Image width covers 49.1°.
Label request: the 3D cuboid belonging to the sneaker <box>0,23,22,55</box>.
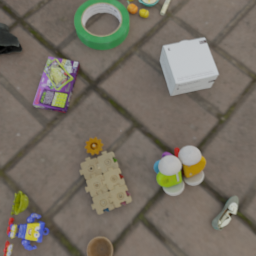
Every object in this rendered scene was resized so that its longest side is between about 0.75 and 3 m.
[{"bbox_3d":[-6.294,-3.854,12.504,2.921,0.877,1.524,-10,67,-7],"label":"sneaker"}]

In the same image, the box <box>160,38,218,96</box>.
[{"bbox_3d":[2.517,-2.574,11.889,1.864,1.225,1.874,-13,72,-4],"label":"box"}]

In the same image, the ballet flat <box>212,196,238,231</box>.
[{"bbox_3d":[3.704,3.171,10.326,1.497,0.477,0.505,-45,105,-12],"label":"ballet flat"}]

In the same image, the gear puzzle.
[{"bbox_3d":[-1.040,1.745,10.827,1.513,0.383,2.922,-21,75,-6],"label":"gear puzzle"}]

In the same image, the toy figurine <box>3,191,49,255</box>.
[{"bbox_3d":[-3.579,3.548,10.197,1.374,1.210,2.293,14,72,-25],"label":"toy figurine"}]

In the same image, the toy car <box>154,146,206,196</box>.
[{"bbox_3d":[1.830,1.418,10.507,1.948,1.705,1.461,-25,39,-10],"label":"toy car"}]

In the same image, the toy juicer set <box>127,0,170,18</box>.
[{"bbox_3d":[1.019,-5.987,13.361,2.315,0.630,1.473,1,71,0],"label":"toy juicer set"}]

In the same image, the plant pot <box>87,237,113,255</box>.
[{"bbox_3d":[-0.972,4.345,9.966,0.922,0.425,0.922,-2,72,6],"label":"plant pot"}]

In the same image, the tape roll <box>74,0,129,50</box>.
[{"bbox_3d":[-1.200,-4.843,12.989,2.519,0.605,2.519,0,71,0],"label":"tape roll"}]

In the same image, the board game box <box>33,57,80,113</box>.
[{"bbox_3d":[-3.076,-1.892,12.150,1.436,0.386,2.393,12,72,0],"label":"board game box"}]
